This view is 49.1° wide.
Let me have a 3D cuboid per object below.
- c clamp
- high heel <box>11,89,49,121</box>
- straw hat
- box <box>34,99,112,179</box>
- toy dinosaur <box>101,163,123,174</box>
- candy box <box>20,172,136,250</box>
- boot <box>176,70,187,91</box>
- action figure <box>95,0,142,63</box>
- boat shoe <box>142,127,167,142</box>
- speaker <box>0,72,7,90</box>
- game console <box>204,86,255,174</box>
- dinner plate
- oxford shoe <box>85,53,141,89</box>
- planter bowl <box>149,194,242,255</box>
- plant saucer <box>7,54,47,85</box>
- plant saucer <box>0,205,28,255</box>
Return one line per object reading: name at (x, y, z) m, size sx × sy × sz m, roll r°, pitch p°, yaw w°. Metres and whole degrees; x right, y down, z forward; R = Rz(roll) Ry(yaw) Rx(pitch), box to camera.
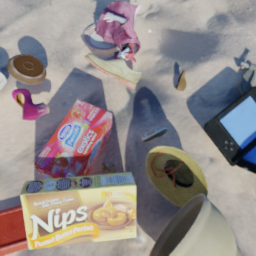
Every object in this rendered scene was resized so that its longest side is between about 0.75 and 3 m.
c clamp at (5.334, -1.670, 10.257) m, size 2.851 × 0.386 × 2.436 m, roll 30°, pitch 63°, yaw 18°
high heel at (-3.461, -0.744, 9.002) m, size 1.910 × 0.643 × 0.916 m, roll 32°, pitch 37°, yaw 29°
straw hat at (1.519, 1.185, 7.854) m, size 2.000 × 2.000 × 0.847 m, roll 41°, pitch 44°, yaw 22°
box at (-1.536, 0.531, 8.372) m, size 1.224 × 1.172 × 2.456 m, roll 23°, pitch 61°, yaw 9°
toy dinosaur at (-0.422, 1.506, 8.145) m, size 0.618 × 0.356 × 1.223 m, roll -41°, pitch 50°, yaw 27°
candy box at (-1.172, 2.064, 7.074) m, size 2.713 × 1.566 × 0.750 m, roll -3°, pitch 19°, yaw -7°
boot at (2.012, -1.728, 10.308) m, size 0.319 × 0.311 × 0.846 m, roll 18°, pitch 75°, yaw -4°
action figure at (-0.173, -3.434, 10.792) m, size 2.180 × 1.961 × 2.928 m, roll -6°, pitch 53°, yaw -29°
boat shoe at (0.814, 0.158, 8.833) m, size 0.344 × 0.934 × 0.300 m, roll 15°, pitch 55°, yaw -45°
speaker at (-5.240, -0.988, 9.502) m, size 0.969 × 0.969 × 2.385 m, roll 21°, pitch 61°, yaw 12°
game console at (4.097, 0.002, 8.397) m, size 2.634 × 1.533 × 2.317 m, roll -35°, pitch 85°, yaw -18°
dinner plate at (-0.979, -3.766, 11.669) m, size 1.740 × 0.211 × 1.740 m, roll 0°, pitch 58°, yaw -1°
oxford shoe at (-0.512, -2.160, 9.826) m, size 2.058 × 0.760 × 0.728 m, roll 27°, pitch 13°, yaw -16°
planter bowl at (1.657, 2.844, 6.543) m, size 1.456 × 2.163 × 2.163 m, roll 39°, pitch 65°, yaw 7°
plant saucer at (-3.473, -2.092, 9.713) m, size 1.339 × 0.231 × 1.339 m, roll 17°, pitch 51°, yaw -23°
plant saucer at (-3.069, 2.710, 7.628) m, size 1.239 × 0.227 × 1.237 m, roll -14°, pitch 59°, yaw -9°
